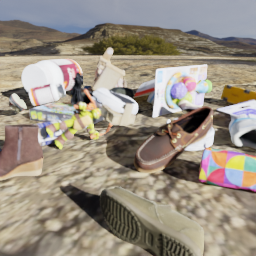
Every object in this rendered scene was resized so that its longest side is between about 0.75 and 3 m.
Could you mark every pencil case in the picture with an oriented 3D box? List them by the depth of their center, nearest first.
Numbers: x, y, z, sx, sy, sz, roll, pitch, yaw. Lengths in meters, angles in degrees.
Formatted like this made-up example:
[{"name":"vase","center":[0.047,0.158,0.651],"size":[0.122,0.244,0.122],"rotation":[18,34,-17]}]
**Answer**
[{"name":"pencil case","center":[2.114,0.777,5.049],"size":[1.694,0.749,0.749],"rotation":[9,20,24]}]

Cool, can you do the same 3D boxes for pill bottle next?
[{"name":"pill bottle","center":[-1.970,0.122,7.294],"size":[0.996,0.576,0.576],"rotation":[-11,21,-33]},{"name":"pill bottle","center":[-2.903,-1.236,10.099],"size":[1.195,0.655,0.655],"rotation":[-15,20,-7]},{"name":"pill bottle","center":[-3.238,-2.213,12.196],"size":[1.473,1.473,2.688],"rotation":[6,18,18]}]

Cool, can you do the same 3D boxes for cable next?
[{"name":"cable","center":[1.512,0.178,7.279],"size":[1.375,0.476,1.375],"rotation":[8,21,27]}]

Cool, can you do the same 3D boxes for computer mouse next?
[{"name":"computer mouse","center":[-0.790,-0.890,9.341],"size":[2.370,1.299,0.520],"rotation":[20,44,-8]}]

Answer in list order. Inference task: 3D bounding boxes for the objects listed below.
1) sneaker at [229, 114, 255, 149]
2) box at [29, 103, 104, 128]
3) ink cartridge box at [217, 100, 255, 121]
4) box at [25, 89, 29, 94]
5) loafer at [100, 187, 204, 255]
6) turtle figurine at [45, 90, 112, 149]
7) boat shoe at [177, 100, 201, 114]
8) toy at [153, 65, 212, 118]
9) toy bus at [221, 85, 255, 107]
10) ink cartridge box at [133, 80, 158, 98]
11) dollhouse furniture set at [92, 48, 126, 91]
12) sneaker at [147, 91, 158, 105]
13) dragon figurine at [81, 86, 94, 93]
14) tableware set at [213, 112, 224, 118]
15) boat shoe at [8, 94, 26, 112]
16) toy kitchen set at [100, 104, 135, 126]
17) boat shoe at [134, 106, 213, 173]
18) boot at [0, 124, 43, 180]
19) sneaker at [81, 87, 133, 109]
[{"name":"sneaker","center":[3.695,0.251,6.625],"size":[2.541,0.953,1.101],"rotation":[-1,22,26]},{"name":"box","center":[-2.054,-0.448,9.402],"size":[2.192,0.381,1.206],"rotation":[9,20,26]},{"name":"ink cartridge box","center":[4.361,-0.297,8.687],"size":[2.303,0.504,2.324],"rotation":[-13,24,-36]},{"name":"box","center":[-4.218,-1.883,13.988],"size":[1.432,0.329,1.138],"rotation":[13,22,35]},{"name":"loafer","center":[0.289,1.266,3.758],"size":[1.619,0.615,0.546],"rotation":[25,28,33]},{"name":"turtle figurine","center":[-1.246,-0.175,6.809],"size":[1.435,1.780,0.573],"rotation":[-29,58,-7]},{"name":"boat shoe","center":[2.154,-0.554,9.340],"size":[1.207,0.434,0.391],"rotation":[19,50,-33]},{"name":"toy","center":[2.146,-1.355,10.157],"size":[2.898,1.669,0.684],"rotation":[-16,26,-41]},{"name":"toy bus","center":[4.633,-1.216,11.158],"size":[0.807,0.671,2.061],"rotation":[7,14,-20]},{"name":"ink cartridge box","center":[1.327,-1.926,12.387],"size":[2.961,0.845,2.407],"rotation":[-12,1,-42]},{"name":"dollhouse furniture set","center":[-0.625,-2.548,12.700],"size":[1.464,1.251,2.825],"rotation":[27,29,-19]},{"name":"sneaker","center":[1.505,-1.011,11.085],"size":[1.721,0.645,0.746],"rotation":[-12,50,-47]},{"name":"dragon figurine","center":[-1.998,-1.866,13.813],"size":[1.394,0.410,0.693],"rotation":[-2,18,-2]},{"name":"tableware set","center":[2.817,-0.472,9.914],"size":[1.022,0.119,0.854],"rotation":[-4,18,-15]},{"name":"boat shoe","center":[-3.655,-0.775,9.104],"size":[0.403,0.458,1.288],"rotation":[-23,-2,-10]},{"name":"toy kitchen set","center":[-0.266,-0.529,8.330],"size":[0.812,0.663,0.733],"rotation":[3,26,-39]},{"name":"boat shoe","center":[0.996,0.166,6.012],"size":[2.118,0.745,0.746],"rotation":[-32,60,-27]},{"name":"boot","center":[-2.324,0.447,5.460],"size":[1.277,1.062,0.462],"rotation":[-3,18,-9]},{"name":"sneaker","center":[-0.823,-1.008,10.422],"size":[2.229,0.852,1.277],"rotation":[-6,18,-9]}]
